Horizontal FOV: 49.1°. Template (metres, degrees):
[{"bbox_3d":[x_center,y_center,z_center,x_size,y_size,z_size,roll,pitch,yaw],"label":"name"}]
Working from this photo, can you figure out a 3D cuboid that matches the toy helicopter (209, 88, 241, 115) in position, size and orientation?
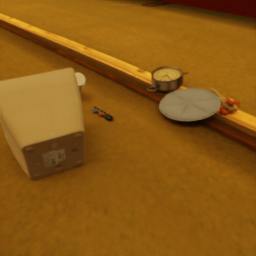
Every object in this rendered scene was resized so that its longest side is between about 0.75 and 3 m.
[{"bbox_3d":[4.314,-1.298,12.647,1.113,0.664,1.683,0,40,-36],"label":"toy helicopter"}]

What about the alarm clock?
[{"bbox_3d":[1.794,-2.331,13.991,1.592,0.785,2.360,27,48,36],"label":"alarm clock"}]

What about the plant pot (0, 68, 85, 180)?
[{"bbox_3d":[-2.706,0.044,9.379,2.761,2.757,2.444,-17,53,-21],"label":"plant pot"}]

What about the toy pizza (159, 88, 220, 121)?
[{"bbox_3d":[2.661,-0.958,12.223,2.596,0.411,2.596,-7,35,5],"label":"toy pizza"}]

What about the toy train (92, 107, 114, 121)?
[{"bbox_3d":[-1.132,-0.597,12.142,1.264,0.216,0.289,30,68,34],"label":"toy train"}]

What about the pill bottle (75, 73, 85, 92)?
[{"bbox_3d":[-2.450,-2.029,12.883,0.805,0.805,1.345,-21,0,-26],"label":"pill bottle"}]
